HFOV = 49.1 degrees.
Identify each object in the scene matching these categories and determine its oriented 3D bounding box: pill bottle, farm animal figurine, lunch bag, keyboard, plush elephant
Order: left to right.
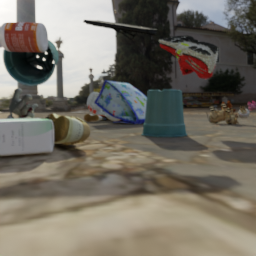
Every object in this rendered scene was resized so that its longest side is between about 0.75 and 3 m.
[{"bbox_3d":[-3.857,-3.205,9.918,1.807,1.014,1.014,1,4,1],"label":"pill bottle"},{"bbox_3d":[-5.108,-0.884,13.961,1.423,1.728,1.338,19,-7,38],"label":"plush elephant"},{"bbox_3d":[-0.193,-2.978,8.651,2.281,0.452,1.187,19,25,24],"label":"keyboard"},{"bbox_3d":[0.042,-0.977,12.890,2.404,1.532,2.044,37,24,25],"label":"lunch bag"},{"bbox_3d":[4.487,-0.530,12.055,1.468,0.914,1.818,-22,15,-19],"label":"farm animal figurine"}]

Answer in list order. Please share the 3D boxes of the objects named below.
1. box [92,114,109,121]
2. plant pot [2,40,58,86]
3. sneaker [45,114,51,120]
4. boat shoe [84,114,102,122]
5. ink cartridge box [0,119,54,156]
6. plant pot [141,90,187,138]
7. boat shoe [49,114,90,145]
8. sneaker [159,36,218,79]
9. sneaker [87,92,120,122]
[{"bbox_3d":[-1.671,-0.620,16.157,1.194,0.369,1.496,0,4,-23],"label":"box"},{"bbox_3d":[-3.862,-2.971,11.778,2.033,2.033,1.991,0,21,-1],"label":"plant pot"},{"bbox_3d":[-3.699,-0.441,13.098,0.463,0.432,1.227,-6,6,-28],"label":"sneaker"},{"bbox_3d":[-1.766,-0.475,14.104,1.140,0.404,0.395,7,0,41],"label":"boat shoe"},{"bbox_3d":[-2.432,0.124,4.402,2.237,0.560,1.800,0,3,-24],"label":"ink cartridge box"},{"bbox_3d":[0.905,-0.374,7.052,1.159,1.135,1.159,-1,3,0],"label":"plant pot"},{"bbox_3d":[-1.181,0.070,5.252,0.547,0.610,1.648,13,-1,-27],"label":"boat shoe"},{"bbox_3d":[1.819,-2.322,9.194,1.022,1.126,2.653,-15,35,-19],"label":"sneaker"},{"bbox_3d":[-1.106,-1.007,15.306,2.898,1.117,1.187,34,10,36],"label":"sneaker"}]
